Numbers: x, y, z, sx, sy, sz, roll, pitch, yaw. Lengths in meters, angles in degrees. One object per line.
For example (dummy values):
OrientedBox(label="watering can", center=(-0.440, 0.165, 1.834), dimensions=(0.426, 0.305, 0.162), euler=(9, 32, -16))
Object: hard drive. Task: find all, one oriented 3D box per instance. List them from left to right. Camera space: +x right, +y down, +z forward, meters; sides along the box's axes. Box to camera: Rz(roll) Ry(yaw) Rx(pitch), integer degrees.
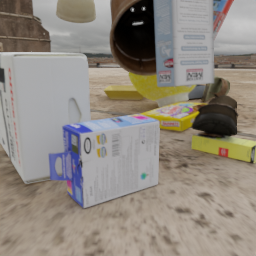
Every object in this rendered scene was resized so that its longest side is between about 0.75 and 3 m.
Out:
OrientedBox(label="hard drive", center=(2.724, -1.827, 13.951), dimensions=(2.771, 0.586, 1.869), euler=(-9, 17, -30))

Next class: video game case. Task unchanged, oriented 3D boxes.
OrientedBox(label="video game case", center=(1.720, -2.900, 8.349), dimensions=(0.261, 2.993, 2.140), euler=(15, 14, -41))

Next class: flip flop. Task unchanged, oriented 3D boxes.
OrientedBox(label="flip flop", center=(4.291, -1.767, 13.109), dimensions=(0.839, 1.182, 2.916), euler=(28, 23, 33))

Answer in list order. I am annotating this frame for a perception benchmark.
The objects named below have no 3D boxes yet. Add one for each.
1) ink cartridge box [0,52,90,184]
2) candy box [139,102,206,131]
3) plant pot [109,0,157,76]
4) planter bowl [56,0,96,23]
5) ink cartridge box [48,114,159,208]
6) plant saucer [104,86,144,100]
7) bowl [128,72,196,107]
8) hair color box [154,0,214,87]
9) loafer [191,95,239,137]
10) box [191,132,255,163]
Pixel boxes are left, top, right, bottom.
OrientedBox(label="ink cartridge box", center=(-1.893, -0.443, 5.639), dimensions=(1.212, 2.088, 2.894), euler=(-9, 17, -32))
OrientedBox(label="candy box", center=(1.669, -0.444, 9.059), dimensions=(1.511, 0.390, 2.956), euler=(6, 15, 34))
OrientedBox(label="plant pot", center=(0.486, -3.122, 8.069), dimensions=(2.331, 2.331, 2.308), euler=(-3, 46, -10))
OrientedBox(label="planter bowl", center=(-1.961, -4.770, 10.602), dimensions=(1.521, 1.024, 1.521), euler=(6, 40, -5))
OrientedBox(label="ink cartridge box", center=(-0.331, 0.450, 4.186), dimensions=(1.615, 1.102, 0.617), euler=(-10, 17, -35))
OrientedBox(label="plant saucer", center=(-0.041, -1.749, 13.870), dimensions=(2.048, 0.496, 2.048), euler=(1, 15, 5))
OrientedBox(label="bowl", center=(1.606, -1.712, 10.975), dimensions=(2.943, 1.584, 2.943), euler=(-14, 0, 0))
OrientedBox(label="hair color box", center=(1.110, -1.890, 5.556), dimensions=(1.032, 2.084, 0.632), euler=(-9, 11, -27))
OrientedBox(label="loafer", center=(2.010, -0.327, 6.347), dimensions=(0.928, 0.907, 2.542), euler=(10, 0, 18))
OrientedBox(label="box", center=(2.076, 0.385, 5.960), dimensions=(1.361, 0.341, 0.512), euler=(13, 18, 38))
